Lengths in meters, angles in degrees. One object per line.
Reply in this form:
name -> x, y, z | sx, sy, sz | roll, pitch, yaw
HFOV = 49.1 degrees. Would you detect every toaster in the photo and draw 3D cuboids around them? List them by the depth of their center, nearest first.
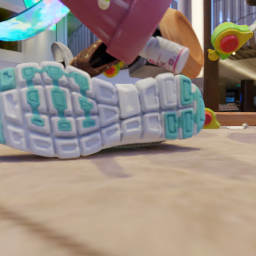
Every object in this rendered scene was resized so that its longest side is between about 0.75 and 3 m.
toaster -> 1.035, -3.156, 10.775 | 2.488, 2.250, 1.477 | -3, -10, -34

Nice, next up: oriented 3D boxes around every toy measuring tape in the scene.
toy measuring tape -> 2.413, -0.260, 7.665 | 1.638, 0.603, 0.603 | 1, 4, 10
toy measuring tape -> 3.135, -2.879, 7.917 | 0.892, 0.892, 2.425 | -4, -33, -46
toy measuring tape -> -1.044, -2.278, 11.448 | 1.943, 0.715, 0.715 | -15, -1, 16

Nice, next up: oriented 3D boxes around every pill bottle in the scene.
pill bottle -> 0.902, -1.944, 7.293 | 1.198, 0.679, 0.679 | 27, 12, 16

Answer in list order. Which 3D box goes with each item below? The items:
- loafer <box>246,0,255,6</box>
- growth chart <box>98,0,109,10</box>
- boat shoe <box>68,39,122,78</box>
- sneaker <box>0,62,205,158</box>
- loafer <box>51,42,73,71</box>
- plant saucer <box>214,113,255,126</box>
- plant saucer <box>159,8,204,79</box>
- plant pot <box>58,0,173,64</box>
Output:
loafer -> 2.576, -3.146, 5.161 | 0.844, 0.749, 2.220 | -4, -11, 9
growth chart -> 0.007, -2.770, 2.991 | 0.235, 2.650, 1.918 | 9, 15, -13
boat shoe -> -0.554, -2.451, 8.929 | 1.035, 1.036, 2.944 | -9, 32, 49
sneaker -> -0.430, -0.085, 3.574 | 2.734, 1.061, 1.247 | 3, -13, -23
loafer -> -2.474, -2.460, 10.627 | 0.758, 2.172, 0.759 | -7, -34, -45
plant saucer -> 3.416, -0.337, 10.029 | 2.678, 0.432, 2.678 | -1, 4, 0
plant saucer -> 1.934, -2.975, 9.617 | 0.485, 2.591, 2.591 | -22, -9, 33
plant pot -> -0.293, -2.954, 6.145 | 2.116, 2.365, 2.365 | 29, -3, -13
